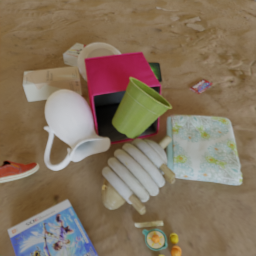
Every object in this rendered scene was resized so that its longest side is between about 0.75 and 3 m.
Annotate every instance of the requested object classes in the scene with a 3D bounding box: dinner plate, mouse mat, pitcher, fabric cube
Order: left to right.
[{"bbox_3d":[-2.318,0.043,10.420,2.380,1.681,2.774,-28,61,-12],"label":"pitcher"},{"bbox_3d":[-1.238,-3.071,13.460,2.356,0.286,2.356,4,77,-17],"label":"dinner plate"},{"bbox_3d":[-0.286,-1.186,10.937,2.430,2.477,2.469,-11,44,-10],"label":"fabric cube"},{"bbox_3d":[0.955,-2.872,14.345,1.446,0.068,1.798,0,45,0],"label":"mouse mat"}]

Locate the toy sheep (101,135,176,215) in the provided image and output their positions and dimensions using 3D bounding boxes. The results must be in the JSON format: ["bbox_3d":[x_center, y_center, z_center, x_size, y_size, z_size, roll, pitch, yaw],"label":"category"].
[{"bbox_3d":[0.333,1.352,8.708,2.931,2.021,2.021,-42,56,-14],"label":"toy sheep"}]

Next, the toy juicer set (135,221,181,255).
[{"bbox_3d":[0.931,3.128,8.007,0.958,0.410,1.507,-19,47,-18],"label":"toy juicer set"}]

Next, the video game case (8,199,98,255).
[{"bbox_3d":[-2.104,3.285,7.807,1.873,0.470,2.066,-25,50,-22],"label":"video game case"}]

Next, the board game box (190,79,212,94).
[{"bbox_3d":[3.496,-1.990,13.413,1.079,0.105,0.556,-34,53,-29],"label":"board game box"}]

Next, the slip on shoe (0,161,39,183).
[{"bbox_3d":[-3.760,1.343,9.040,0.774,0.639,2.088,-11,-2,32],"label":"slip on shoe"}]

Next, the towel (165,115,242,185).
[{"bbox_3d":[2.651,0.660,10.292,2.556,0.719,2.986,5,45,6],"label":"towel"}]

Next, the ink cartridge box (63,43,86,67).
[{"bbox_3d":[-2.681,-3.901,15.015,0.994,0.565,1.364,18,47,18],"label":"ink cartridge box"}]

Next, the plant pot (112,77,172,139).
[{"bbox_3d":[0.291,-0.509,8.826,1.596,1.515,1.596,32,17,-11],"label":"plant pot"}]

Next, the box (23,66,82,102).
[{"bbox_3d":[-3.436,-2.026,12.829,2.451,0.953,1.164,-9,45,-10],"label":"box"}]
